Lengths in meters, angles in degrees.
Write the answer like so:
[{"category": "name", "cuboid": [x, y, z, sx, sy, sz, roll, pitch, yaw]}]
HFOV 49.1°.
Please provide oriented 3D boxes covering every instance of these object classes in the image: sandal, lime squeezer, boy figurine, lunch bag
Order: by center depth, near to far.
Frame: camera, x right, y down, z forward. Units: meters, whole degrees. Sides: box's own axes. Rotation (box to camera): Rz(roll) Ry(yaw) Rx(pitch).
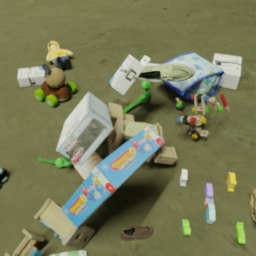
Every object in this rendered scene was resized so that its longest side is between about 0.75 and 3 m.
[{"category": "lime squeezer", "cuboid": [-2.306, 1.111, 9.300, 0.664, 1.881, 0.355, 14, 71, -38]}, {"category": "sandal", "cuboid": [-1.440, 1.106, 9.430, 2.292, 0.657, 0.878, 32, 51, 30]}, {"category": "lime squeezer", "cuboid": [0.534, -1.707, 12.125, 0.967, 0.517, 2.739, 23, 79, -16]}, {"category": "lunch bag", "cuboid": [2.608, -2.199, 12.412, 2.386, 1.521, 2.029, -18, 45, -32]}, {"category": "boy figurine", "cuboid": [-3.637, -3.830, 14.785, 1.418, 0.735, 2.280, -18, 48, -15]}]

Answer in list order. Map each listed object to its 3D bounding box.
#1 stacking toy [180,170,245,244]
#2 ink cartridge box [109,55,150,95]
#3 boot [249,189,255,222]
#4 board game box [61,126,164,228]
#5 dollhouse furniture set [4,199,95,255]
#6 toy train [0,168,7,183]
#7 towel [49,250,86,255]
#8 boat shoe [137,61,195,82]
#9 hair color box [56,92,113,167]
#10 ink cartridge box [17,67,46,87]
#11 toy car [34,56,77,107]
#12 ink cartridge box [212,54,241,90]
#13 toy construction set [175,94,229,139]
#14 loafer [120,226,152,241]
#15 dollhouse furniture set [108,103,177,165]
[{"category": "stacking toy", "cuboid": [2.443, 2.219, 8.331, 1.682, 0.524, 2.231, 4, 43, 5]}, {"category": "ink cartridge box", "cuboid": [0.032, -1.898, 9.356, 0.492, 1.477, 0.855, 34, 11, -21]}, {"category": "boot", "cuboid": [4.725, 2.741, 7.605, 2.444, 0.808, 2.140, 9, 30, 8]}, {"category": "board game box", "cuboid": [-0.347, 1.145, 6.769, 0.595, 2.086, 2.130, 45, 40, 8]}, {"category": "dollhouse furniture set", "cuboid": [-1.960, 2.970, 7.273, 1.174, 1.167, 1.666, 29, 74, 27]}, {"category": "toy train", "cuboid": [-4.440, 1.718, 8.914, 0.701, 0.524, 1.230, 7, 42, 22]}, {"category": "towel", "cuboid": [-1.662, 3.645, 7.052, 1.300, 0.152, 0.992, -9, 42, -7]}, {"category": "boat shoe", "cuboid": [1.370, -1.993, 10.472, 2.217, 0.798, 0.688, 2, 41, 19]}, {"category": "hair color box", "cuboid": [-1.214, -0.091, 7.943, 0.792, 1.293, 2.611, 37, 9, -16]}, {"category": "ink cartridge box", "cuboid": [-4.583, -2.453, 13.411, 1.235, 0.520, 0.893, -8, 43, -9]}, {"category": "toy car", "cuboid": [-3.231, -2.122, 12.079, 1.444, 1.830, 1.503, 24, 48, 24]}, {"category": "ink cartridge box", "cuboid": [4.694, -2.769, 13.565, 1.334, 0.777, 1.846, 13, 44, 13]}, {"category": "toy construction set", "cuboid": [2.785, -0.385, 10.263, 1.820, 1.399, 1.518, -16, 37, 27]}, {"category": "loafer", "cuboid": [0.235, 2.897, 7.725, 0.919, 0.326, 0.335, -10, 43, -11]}, {"category": "dollhouse furniture set", "cuboid": [0.548, -0.052, 9.313, 2.252, 1.252, 1.992, 9, 43, -20]}]
